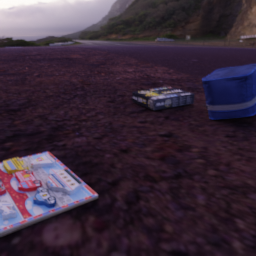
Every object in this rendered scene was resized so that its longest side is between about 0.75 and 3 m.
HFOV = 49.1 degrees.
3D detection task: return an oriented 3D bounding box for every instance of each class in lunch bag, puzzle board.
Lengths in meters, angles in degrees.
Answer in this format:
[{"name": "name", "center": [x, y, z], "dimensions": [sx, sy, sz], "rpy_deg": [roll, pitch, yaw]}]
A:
[{"name": "lunch bag", "center": [3.773, -1.233, 9.964], "dimensions": [1.682, 1.638, 2.475], "rpy_deg": [-1, 19, 36]}, {"name": "puzzle board", "center": [-2.022, 1.093, 5.631], "dimensions": [1.847, 0.213, 2.451], "rpy_deg": [-15, 25, -34]}]

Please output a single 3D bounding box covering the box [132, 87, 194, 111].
[{"name": "box", "center": [1.429, -1.244, 11.600], "dimensions": [2.038, 0.500, 1.643], "rpy_deg": [-11, 24, -27]}]
